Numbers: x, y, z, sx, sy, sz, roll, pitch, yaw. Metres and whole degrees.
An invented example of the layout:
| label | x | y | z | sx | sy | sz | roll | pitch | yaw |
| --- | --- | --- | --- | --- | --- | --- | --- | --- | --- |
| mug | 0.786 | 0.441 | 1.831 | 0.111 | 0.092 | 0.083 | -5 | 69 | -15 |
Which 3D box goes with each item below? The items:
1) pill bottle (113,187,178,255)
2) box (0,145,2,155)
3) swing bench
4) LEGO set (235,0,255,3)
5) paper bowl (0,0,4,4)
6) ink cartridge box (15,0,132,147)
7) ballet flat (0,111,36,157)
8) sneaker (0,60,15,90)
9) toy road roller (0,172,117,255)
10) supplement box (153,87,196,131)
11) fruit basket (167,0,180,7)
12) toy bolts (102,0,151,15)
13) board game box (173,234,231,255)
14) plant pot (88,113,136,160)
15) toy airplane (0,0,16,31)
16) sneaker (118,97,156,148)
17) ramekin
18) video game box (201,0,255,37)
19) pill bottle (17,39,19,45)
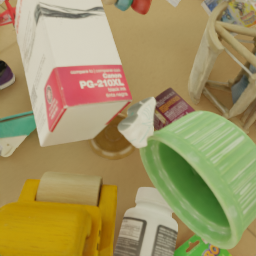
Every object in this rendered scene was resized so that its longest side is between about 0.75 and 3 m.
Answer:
| label | x | y | z | sx | sy | sz | roll | pitch | yaw |
| --- | --- | --- | --- | --- | --- | --- | --- | --- | --- |
| pill bottle | 0.381 | 2.443 | 5.950 | 1.210 | 1.210 | 2.186 | 14 | 66 | 7 |
| box | -3.249 | -0.071 | 4.205 | 1.674 | 0.528 | 2.122 | -29 | 110 | -10 |
| swing bench | 2.719 | -1.438 | 7.216 | 2.371 | 2.358 | 1.538 | 33 | 69 | 16 |
| LEGO set | 3.099 | -3.105 | 5.565 | 1.608 | 0.395 | 1.201 | -39 | 34 | -1 |
| paper bowl | -3.230 | -3.160 | 5.165 | 2.224 | 1.157 | 2.224 | -1 | 94 | -9 |
| ink cartridge box | -1.129 | -1.245 | 4.914 | 1.118 | 1.919 | 2.651 | -9 | 75 | -29 |
| ballet flat | -3.578 | 0.328 | 7.255 | 2.996 | 1.009 | 1.054 | -13 | 89 | -6 |
| sneaker | -4.267 | -1.286 | 7.987 | 1.917 | 0.839 | 0.726 | -41 | 71 | -18 |
| toy road roller | -1.023 | 1.460 | 3.982 | 1.597 | 1.898 | 2.600 | 5 | 42 | 0 |
| supplement box | 1.364 | -0.048 | 7.300 | 0.759 | 0.978 | 1.773 | -36 | 70 | -17 |
| fruit basket | 1.147 | -3.819 | 7.028 | 1.027 | 1.109 | 0.520 | 45 | 45 | 16 |
| toy bolts | -0.020 | -2.802 | 5.019 | 0.906 | 1.306 | 1.247 | -5 | 57 | -23 |
| board game box | 2.047 | 3.468 | 5.942 | 1.173 | 0.368 | 2.455 | -32 | 70 | -15 |
| plant pot | -0.392 | 0.174 | 7.637 | 1.432 | 0.197 | 1.432 | 0 | 65 | 0 |
| toy airplane | -3.149 | -3.177 | 7.389 | 0.230 | 1.248 | 1.248 | 17 | 64 | 23 |
| sneaker | 0.182 | -0.091 | 3.861 | 0.363 | 0.413 | 1.031 | -21 | 21 | 32 |
| ramekin | 1.213 | 0.741 | 4.516 | 1.016 | 2.080 | 2.080 | -33 | 68 | -18 |
| video game box | 2.593 | -2.951 | 6.957 | 0.311 | 1.328 | 1.210 | -45 | 100 | -15 |
| pill bottle | -1.706 | -1.753 | 7.763 | 1.662 | 1.662 | 2.921 | -32 | 69 | -14 |
